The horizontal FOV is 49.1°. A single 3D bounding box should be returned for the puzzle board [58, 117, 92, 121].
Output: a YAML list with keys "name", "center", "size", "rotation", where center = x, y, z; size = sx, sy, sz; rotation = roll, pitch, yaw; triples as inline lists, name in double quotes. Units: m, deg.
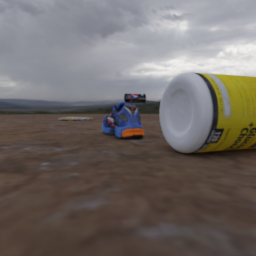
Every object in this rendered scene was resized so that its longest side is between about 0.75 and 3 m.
- name: "puzzle board"
  center: [-3.710, -0.638, 19.987]
  size: [1.704, 0.197, 2.261]
  rotation: [2, 4, 12]

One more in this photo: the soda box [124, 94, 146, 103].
- name: "soda box"
  center: [0.320, -1.370, 12.961]
  size: [0.994, 0.315, 0.352]
  rotation: [2, -21, 12]

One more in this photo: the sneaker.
- name: "sneaker"
  center: [-0.146, -0.248, 7.861]
  size: [0.896, 0.933, 2.378]
  rotation: [0, 4, -21]

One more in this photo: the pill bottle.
- name: "pill bottle"
  center: [1.860, -0.268, 4.999]
  size: [2.367, 1.326, 1.326]
  rotation: [-2, 4, -24]
